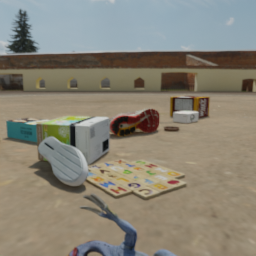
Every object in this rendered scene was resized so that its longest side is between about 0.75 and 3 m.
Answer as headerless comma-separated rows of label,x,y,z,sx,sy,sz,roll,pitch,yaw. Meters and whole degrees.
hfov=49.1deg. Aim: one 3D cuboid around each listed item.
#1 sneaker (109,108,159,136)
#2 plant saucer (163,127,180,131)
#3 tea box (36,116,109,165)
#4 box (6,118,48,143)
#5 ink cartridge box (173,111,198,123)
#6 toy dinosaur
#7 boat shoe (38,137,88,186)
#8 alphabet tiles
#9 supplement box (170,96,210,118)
sneaker,0.249,-0.336,12.748,2.858,1.113,1.174,-6,10,-33
plant saucer,2.074,0.051,13.376,0.775,0.134,0.775,0,9,0
tea box,-1.646,0.313,8.714,1.700,1.154,1.728,2,10,15
box,-3.554,0.093,11.363,2.915,0.716,1.199,6,11,33
ink cartridge box,3.325,-0.641,16.184,0.950,0.548,1.305,9,13,42
toy dinosaur,0.042,1.679,3.026,1.017,1.937,1.758,-55,17,-25
boat shoe,-1.523,0.835,6.991,2.198,0.791,0.682,30,-14,50
alphabet tiles,0.078,1.168,6.917,2.094,0.080,2.516,-7,12,-37
supplement box,4.080,-1.415,18.527,1.935,1.285,1.908,8,12,39
